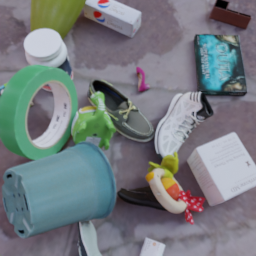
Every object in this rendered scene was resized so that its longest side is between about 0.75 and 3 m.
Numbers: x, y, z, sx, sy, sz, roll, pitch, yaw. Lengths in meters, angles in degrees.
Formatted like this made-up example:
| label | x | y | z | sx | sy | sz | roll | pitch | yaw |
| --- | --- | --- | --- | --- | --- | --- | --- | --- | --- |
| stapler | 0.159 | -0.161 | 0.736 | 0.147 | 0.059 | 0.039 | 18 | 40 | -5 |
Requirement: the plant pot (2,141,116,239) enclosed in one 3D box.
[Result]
| label | x | y | z | sx | sy | sz | roll | pitch | yaw |
| --- | --- | --- | --- | --- | --- | --- | --- | --- | --- |
| plant pot | -1.934 | 1.692 | 7.571 | 2.302 | 2.350 | 2.350 | -9 | 61 | -44 |

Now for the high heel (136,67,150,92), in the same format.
| label | x | y | z | sx | sy | sz | roll | pitch | yaw |
| --- | --- | --- | --- | --- | --- | --- | --- | --- | --- |
| high heel | 0.417 | -1.855 | 10.670 | 0.499 | 0.350 | 1.039 | -17 | 79 | -27 |

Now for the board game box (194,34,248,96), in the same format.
| label | x | y | z | sx | sy | sz | roll | pitch | yaw |
| --- | --- | --- | --- | --- | --- | --- | --- | --- | --- |
| board game box | 3.569 | -2.498 | 10.956 | 1.807 | 0.376 | 2.672 | 1 | 67 | 1 |

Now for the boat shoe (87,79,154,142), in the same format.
| label | x | y | z | sx | sy | sz | roll | pitch | yaw |
| --- | --- | --- | --- | --- | --- | --- | --- | --- | --- |
| boat shoe | -0.285 | -0.630 | 9.864 | 2.956 | 0.883 | 1.056 | 39 | 69 | 14 |

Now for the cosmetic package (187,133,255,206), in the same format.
| label | x | y | z | sx | sy | sz | roll | pitch | yaw |
| --- | --- | --- | --- | --- | --- | --- | --- | --- | --- |
| cosmetic package | 2.950 | 1.323 | 8.762 | 1.414 | 1.405 | 1.689 | -22 | 69 | -10 |

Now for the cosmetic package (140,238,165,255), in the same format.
| label | x | y | z | sx | sy | sz | roll | pitch | yaw |
| --- | --- | --- | --- | --- | --- | --- | --- | --- | --- |
| cosmetic package | 0.573 | 3.961 | 8.110 | 0.558 | 0.342 | 1.352 | 8 | 64 | 32 |

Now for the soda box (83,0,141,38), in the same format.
| label | x | y | z | sx | sy | sz | roll | pitch | yaw |
| --- | --- | --- | --- | --- | --- | --- | --- | --- | --- |
| soda box | -0.678 | -4.727 | 11.664 | 2.393 | 0.815 | 0.762 | 27 | 70 | 11 |

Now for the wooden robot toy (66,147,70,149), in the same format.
| label | x | y | z | sx | sy | sz | roll | pitch | yaw |
| --- | --- | --- | --- | --- | --- | --- | --- | --- | --- |
| wooden robot toy | -1.460 | 1.431 | 8.962 | 0.939 | 0.967 | 2.131 | -25 | 70 | -10 |

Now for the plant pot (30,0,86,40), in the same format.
| label | x | y | z | sx | sy | sz | roll | pitch | yaw |
| --- | --- | --- | --- | --- | --- | --- | --- | --- | --- |
| plant pot | -2.931 | -4.320 | 10.868 | 2.025 | 2.025 | 2.164 | 24 | 102 | 10 |

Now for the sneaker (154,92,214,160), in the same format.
| label | x | y | z | sx | sy | sz | roll | pitch | yaw |
| --- | --- | --- | --- | --- | --- | --- | --- | --- | --- |
| sneaker | 1.847 | -0.151 | 9.212 | 1.002 | 1.528 | 2.655 | 34 | 67 | -25 |

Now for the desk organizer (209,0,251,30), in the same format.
| label | x | y | z | sx | sy | sz | roll | pitch | yaw |
| --- | --- | --- | --- | --- | --- | --- | --- | --- | --- |
| desk organizer | 4.350 | -4.805 | 11.795 | 1.653 | 0.637 | 0.593 | 22 | 69 | 9 |

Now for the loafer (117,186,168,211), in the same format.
| label | x | y | z | sx | sy | sz | roll | pitch | yaw |
| --- | --- | --- | --- | --- | --- | --- | --- | --- | --- |
| loafer | 0.538 | 2.141 | 8.847 | 1.787 | 0.652 | 0.637 | 14 | 67 | -2 |

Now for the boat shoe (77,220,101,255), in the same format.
| label | x | y | z | sx | sy | sz | roll | pitch | yaw |
| --- | --- | --- | --- | --- | --- | --- | --- | --- | --- |
| boat shoe | -1.212 | 3.534 | 8.216 | 0.546 | 0.684 | 1.810 | -32 | 63 | 23 |

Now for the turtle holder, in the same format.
| label | x | y | z | sx | sy | sz | roll | pitch | yaw |
| --- | --- | --- | --- | --- | --- | --- | --- | --- | --- |
| turtle holder | -1.255 | -0.166 | 9.221 | 1.388 | 1.827 | 1.298 | -19 | 43 | -8 |

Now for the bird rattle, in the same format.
| label | x | y | z | sx | sy | sz | roll | pitch | yaw |
| --- | --- | --- | --- | --- | --- | --- | --- | --- | --- |
| bird rattle | 1.246 | 1.916 | 8.346 | 1.240 | 1.795 | 2.201 | -33 | 73 | 27 |

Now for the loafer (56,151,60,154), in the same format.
| label | x | y | z | sx | sy | sz | roll | pitch | yaw |
| --- | --- | --- | --- | --- | --- | --- | --- | --- | --- |
| loafer | -2.779 | 1.470 | 9.121 | 0.616 | 0.637 | 1.814 | 26 | 69 | 11 |

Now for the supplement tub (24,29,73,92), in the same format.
| label | x | y | z | sx | sy | sz | roll | pitch | yaw |
| --- | --- | --- | --- | --- | --- | --- | --- | --- | --- |
| supplement tub | -2.795 | -2.349 | 9.995 | 1.390 | 1.981 | 1.390 | 0 | 64 | 0 |

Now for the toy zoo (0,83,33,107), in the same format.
| label | x | y | z | sx | sy | sz | roll | pitch | yaw |
| --- | --- | --- | --- | --- | --- | --- | --- | --- | --- |
| toy zoo | -4.685 | -0.799 | 10.282 | 2.004 | 0.205 | 1.315 | -37 | 73 | -12 |

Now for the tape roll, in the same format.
| label | x | y | z | sx | sy | sz | roll | pitch | yaw |
| --- | --- | --- | --- | --- | --- | --- | --- | --- | --- |
| tape roll | -2.625 | -0.448 | 8.570 | 0.684 | 2.847 | 2.847 | 13 | 67 | 22 |
